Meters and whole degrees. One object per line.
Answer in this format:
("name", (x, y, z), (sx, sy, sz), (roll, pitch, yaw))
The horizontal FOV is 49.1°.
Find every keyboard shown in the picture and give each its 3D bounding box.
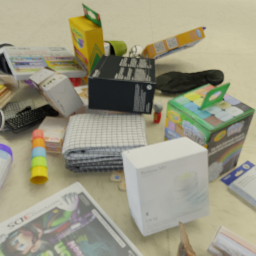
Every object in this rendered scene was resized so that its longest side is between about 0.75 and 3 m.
("keyboard", (-3.150, -0.397, 8.970), (0.983, 0.210, 1.637), (33, 42, 29))

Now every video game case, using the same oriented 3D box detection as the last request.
("video game case", (-3.175, -2.507, 10.624), (2.562, 0.283, 2.333), (-9, 41, -30))
("video game case", (-1.326, 2.436, 5.387), (2.433, 0.313, 2.677), (-26, 44, -30))

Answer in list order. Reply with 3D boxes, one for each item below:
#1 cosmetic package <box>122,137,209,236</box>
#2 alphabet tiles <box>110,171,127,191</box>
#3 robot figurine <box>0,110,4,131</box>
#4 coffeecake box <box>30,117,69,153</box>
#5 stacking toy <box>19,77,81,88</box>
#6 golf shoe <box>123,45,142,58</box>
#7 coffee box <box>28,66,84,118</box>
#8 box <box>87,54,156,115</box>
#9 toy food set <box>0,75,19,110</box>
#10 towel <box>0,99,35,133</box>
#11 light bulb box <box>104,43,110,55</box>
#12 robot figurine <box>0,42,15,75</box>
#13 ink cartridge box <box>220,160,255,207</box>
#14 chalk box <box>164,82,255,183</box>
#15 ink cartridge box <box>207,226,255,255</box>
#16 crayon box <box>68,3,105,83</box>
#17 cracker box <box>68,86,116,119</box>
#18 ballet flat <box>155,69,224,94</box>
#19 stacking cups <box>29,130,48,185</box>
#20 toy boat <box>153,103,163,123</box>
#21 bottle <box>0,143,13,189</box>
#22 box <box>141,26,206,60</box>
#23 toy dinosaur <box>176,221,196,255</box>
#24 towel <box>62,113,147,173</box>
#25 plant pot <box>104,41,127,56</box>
("cosmetic package", (0.794, 1.167, 5.863), (1.530, 1.535, 0.943), (-13, 18, -16))
("alphabet tiles", (0.131, 1.197, 7.251), (1.098, 0.082, 1.123), (5, 37, 8))
("robot figurine", (-3.906, -0.206, 7.508), (1.317, 1.094, 1.754), (-37, 13, -16))
("coffeecake box", (-2.213, 0.183, 8.325), (0.881, 0.419, 1.148), (6, 37, 8))
("stacking toy", (-2.978, -1.972, 10.878), (2.344, 1.000, 1.000), (11, 38, 7))
("golf shoe", (0.345, -3.050, 12.529), (0.871, 0.716, 1.843), (20, 50, 17))
("coffee box", (-2.242, -1.157, 8.627), (0.727, 1.042, 1.823), (-39, 39, -16))
("box", (-0.114, -1.469, 8.841), (1.876, 1.048, 2.658), (8, 28, 1))
("toy food set", (-5.011, -0.967, 9.180), (1.808, 0.761, 2.519), (5, 44, 22))
("towel", (-3.856, -0.459, 9.303), (1.575, 0.283, 1.636), (-15, 39, -19))
("light bulb box", (-1.418, -3.125, 12.195), (1.105, 1.115, 0.696), (20, 41, 26))
("robot figurine", (-5.125, -2.955, 12.000), (1.347, 1.119, 1.793), (23, 18, -43))
("ink cartridge box", (3.167, 1.318, 6.945), (1.224, 0.270, 1.247), (-25, 45, -29))
("chalk box", (1.917, -0.037, 6.944), (1.501, 2.413, 1.494), (-21, 42, -26))
("ink cartridge box", (2.232, 2.204, 4.435), (1.823, 1.582, 0.397), (28, 63, 24))
("crayon box", (-1.527, -3.047, 10.645), (0.715, 2.817, 1.788), (-20, 40, -20))
("cracker box", (-1.211, -0.967, 9.726), (2.038, 0.588, 1.365), (-14, 38, -17))
("ballet flat", (2.274, -1.686, 10.793), (2.888, 0.820, 0.960), (-5, 69, -1))
("stacking cups", (-2.328, 0.727, 7.319), (0.452, 0.452, 1.493), (-7, 50, -9))
("toy boat", (1.528, -0.382, 8.843), (1.535, 0.713, 1.291), (9, 38, 11))
("bottle", (-3.468, 1.303, 6.465), (0.984, 0.769, 2.357), (14, 35, -10))
("box", (2.019, -3.583, 12.125), (2.798, 0.580, 1.666), (-18, 5, -4))
("toy dinosaur", (1.557, 2.677, 4.389), (1.831, 1.160, 2.702), (17, 10, -17))
("towel", (-0.577, 0.362, 7.629), (2.189, 0.937, 1.812), (-3, 31, -2))
("plant pot", (-0.578, -3.480, 12.535), (1.004, 1.004, 0.966), (29, 41, 33))
